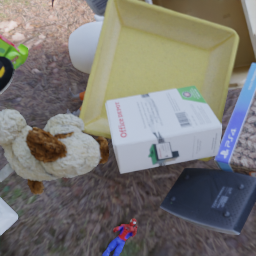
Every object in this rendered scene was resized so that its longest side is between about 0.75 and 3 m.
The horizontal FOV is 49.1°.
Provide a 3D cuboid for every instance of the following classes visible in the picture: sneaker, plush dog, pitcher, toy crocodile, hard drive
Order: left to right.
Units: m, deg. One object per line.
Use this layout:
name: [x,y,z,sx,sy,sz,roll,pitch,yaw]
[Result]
sneaker: [-3.211,-0.753,5.350,2.092,0.941,0.731,-28,97,-3]
toy crocodile: [-3.067,-1.931,6.453,0.723,2.143,0.662,34,94,17]
plush dog: [-1.094,0.386,4.234,1.435,1.671,1.341,-5,85,40]
pitcher: [-0.396,-2.404,7.330,2.228,1.912,1.351,-4,21,8]
hard drive: [1.373,1.211,4.804,1.067,0.335,1.582,-51,25,-24]

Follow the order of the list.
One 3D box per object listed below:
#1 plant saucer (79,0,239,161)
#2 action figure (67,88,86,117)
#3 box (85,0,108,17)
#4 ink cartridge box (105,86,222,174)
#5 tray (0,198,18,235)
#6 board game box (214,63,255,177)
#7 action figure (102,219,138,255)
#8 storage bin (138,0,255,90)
plant saucer: [0.650,-1.003,6.077,2.903,0.703,2.904,14,87,-8]
action figure: [-0.911,-0.888,9.245,2.054,1.111,2.123,1,29,-8]
box: [-0.886,-4.282,8.393,0.990,1.736,1.887,-28,75,10]
ink cartridge box: [0.543,-0.014,4.899,1.714,0.723,1.252,-10,41,-3]
tray: [-4.296,2.013,7.336,2.669,0.296,1.433,33,61,22]
board game box: [3.332,0.178,4.725,2.832,1.371,2.258,10,64,41]
action figure: [-0.233,2.690,6.613,0.476,0.722,1.459,29,57,19]
storage bin: [1.690,-2.486,7.119,1.397,2.981,2.959,-34,20,-31]
